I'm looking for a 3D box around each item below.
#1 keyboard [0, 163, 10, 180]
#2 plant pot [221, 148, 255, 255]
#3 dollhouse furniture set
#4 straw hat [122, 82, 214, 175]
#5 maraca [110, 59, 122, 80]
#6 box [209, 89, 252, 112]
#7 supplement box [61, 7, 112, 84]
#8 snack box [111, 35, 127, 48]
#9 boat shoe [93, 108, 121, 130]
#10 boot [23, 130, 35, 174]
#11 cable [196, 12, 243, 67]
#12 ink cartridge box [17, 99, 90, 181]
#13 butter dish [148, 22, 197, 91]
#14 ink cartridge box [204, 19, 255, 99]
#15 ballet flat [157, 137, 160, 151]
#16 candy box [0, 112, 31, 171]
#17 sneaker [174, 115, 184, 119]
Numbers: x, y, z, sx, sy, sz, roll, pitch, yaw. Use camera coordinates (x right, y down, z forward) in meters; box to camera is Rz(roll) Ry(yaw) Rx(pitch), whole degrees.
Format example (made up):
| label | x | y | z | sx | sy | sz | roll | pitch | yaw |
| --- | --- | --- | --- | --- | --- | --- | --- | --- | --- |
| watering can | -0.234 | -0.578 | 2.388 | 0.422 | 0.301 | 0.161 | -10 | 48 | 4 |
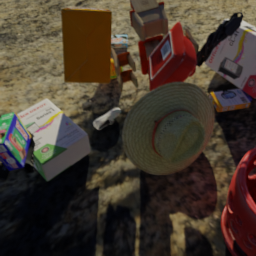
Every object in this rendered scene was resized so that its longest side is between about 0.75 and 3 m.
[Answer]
| label | x | y | z | sx | sy | sz | roll | pitch | yaw |
| --- | --- | --- | --- | --- | --- | --- | --- | --- | --- |
| keyboard | -4.205 | 1.350 | 9.446 | 0.537 | 0.115 | 0.895 | 9 | 47 | -1 |
| plant pot | 3.827 | 2.173 | 6.999 | 2.828 | 2.575 | 2.828 | 0 | 48 | 0 |
| dollhouse furniture set | 0.793 | -2.916 | 9.719 | 2.908 | 2.876 | 1.498 | -16 | 57 | -2 |
| straw hat | 1.124 | 0.202 | 6.265 | 2.435 | 2.435 | 1.030 | -12 | 22 | -11 |
| maraca | -1.045 | -2.636 | 12.566 | 1.615 | 0.864 | 1.107 | -5 | 52 | -14 |
| box | 4.277 | -1.162 | 11.623 | 1.566 | 0.325 | 0.932 | -7 | 48 | -10 |
| supplement box | -1.366 | -2.903 | 9.612 | 1.493 | 2.218 | 2.249 | 0 | 24 | -6 |
| snack box | -0.786 | -4.569 | 14.764 | 1.515 | 0.281 | 0.880 | -1 | 47 | -1 |
| boat shoe | -0.745 | -0.323 | 10.766 | 1.240 | 0.446 | 0.407 | -29 | 60 | -24 |
| boot | -2.759 | 0.624 | 7.569 | 0.328 | 0.823 | 0.999 | -14 | 48 | 3 |
| cable | 2.681 | -2.711 | 8.885 | 0.523 | 1.679 | 2.058 | 43 | 78 | -2 |
| ink cartridge box | -2.816 | 0.322 | 9.733 | 1.812 | 1.051 | 2.502 | -35 | 56 | -28 |
| butter dish | 1.213 | -1.577 | 6.922 | 1.046 | 1.411 | 1.415 | 19 | 50 | -23 |
| ink cartridge box | 5.027 | -2.965 | 11.848 | 1.284 | 2.213 | 2.999 | -14 | 46 | -36 |
| ballet flat | 1.727 | 0.543 | 9.826 | 2.602 | 0.886 | 0.875 | -13 | 69 | -5 |
| candy box | -2.466 | 0.280 | 5.961 | 0.367 | 0.806 | 0.953 | -12 | 43 | 5 |
| sneaker | 1.949 | -0.421 | 10.952 | 0.805 | 0.297 | 0.352 | -2 | 48 | 4 |
